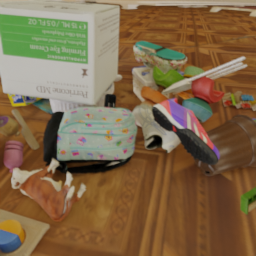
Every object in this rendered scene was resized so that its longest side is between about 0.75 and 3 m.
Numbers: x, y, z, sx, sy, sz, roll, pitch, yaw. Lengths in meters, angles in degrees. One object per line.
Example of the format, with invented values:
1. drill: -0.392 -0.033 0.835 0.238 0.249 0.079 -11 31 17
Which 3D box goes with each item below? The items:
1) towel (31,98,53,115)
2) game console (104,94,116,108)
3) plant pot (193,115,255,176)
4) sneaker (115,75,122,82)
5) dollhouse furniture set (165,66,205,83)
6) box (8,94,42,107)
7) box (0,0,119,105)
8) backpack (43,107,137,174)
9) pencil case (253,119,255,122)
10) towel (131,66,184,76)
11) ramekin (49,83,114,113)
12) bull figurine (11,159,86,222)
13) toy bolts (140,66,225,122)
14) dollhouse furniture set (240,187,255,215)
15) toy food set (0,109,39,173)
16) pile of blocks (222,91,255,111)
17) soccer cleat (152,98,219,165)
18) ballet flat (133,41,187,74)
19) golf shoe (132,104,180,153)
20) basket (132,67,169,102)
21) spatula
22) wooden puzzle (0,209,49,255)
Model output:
1. towel: -2.906 -0.923 10.709 1.431 0.155 1.050 26 40 37
2. game console: -0.539 -0.472 8.567 0.699 1.185 0.143 1 28 -15
3. plant pot: 2.463 0.511 7.156 1.390 1.404 1.404 -17 34 -15
4. sneaker: -0.684 -2.241 11.898 1.056 0.555 0.400 -5 -7 44
5. dollhouse furniture set: 2.571 -2.655 12.325 1.776 0.891 1.163 18 49 9
6. box: -3.550 -1.524 10.920 0.772 0.708 2.203 -1 23 28
7. box: -1.889 -2.374 8.280 2.787 2.399 2.800 8 28 8
8. backpack: -0.941 0.205 7.466 2.355 1.491 1.965 1 27 -5
9. pencil case: 4.561 0.154 7.788 2.883 1.252 1.125 -7 72 -8
10. towel: 1.661 -2.528 13.420 1.919 0.316 2.651 -20 37 -34
11. ramekin: -1.631 -1.036 9.752 2.274 1.193 2.274 3 33 -2
12. bull figurine: -1.815 1.286 6.254 1.777 0.579 1.079 33 76 27
13. toy bolts: 1.858 -0.674 9.513 2.486 1.805 2.603 29 -2 -38
14. dollhouse furniture set: 2.876 1.613 4.993 0.628 0.813 1.627 -25 32 -21
15. toy food set: -3.554 0.462 6.972 0.457 1.843 2.899 -27 5 39
16. pile of blocks: 4.208 -0.979 10.371 1.458 0.599 0.453 7 31 12
17. soccer cleat: 1.463 -0.011 6.668 0.797 0.743 2.179 -30 48 -16
18. ballet flat: 1.231 -2.661 10.946 1.116 0.943 2.951 -19 35 -23
19. golf shoe: 0.675 0.021 8.342 1.196 0.963 2.459 -54 30 -12
20. basket: 0.904 -1.691 11.170 1.122 1.021 1.655 -9 32 -15
21. spatula: 2.397 -1.524 8.765 2.565 0.206 1.783 -19 -7 23
22. wooden puzzle: -2.769 2.181 5.067 1.894 0.473 2.045 10 32 17
